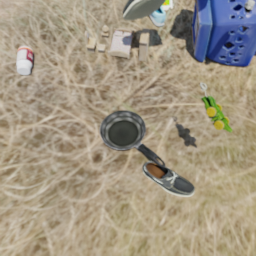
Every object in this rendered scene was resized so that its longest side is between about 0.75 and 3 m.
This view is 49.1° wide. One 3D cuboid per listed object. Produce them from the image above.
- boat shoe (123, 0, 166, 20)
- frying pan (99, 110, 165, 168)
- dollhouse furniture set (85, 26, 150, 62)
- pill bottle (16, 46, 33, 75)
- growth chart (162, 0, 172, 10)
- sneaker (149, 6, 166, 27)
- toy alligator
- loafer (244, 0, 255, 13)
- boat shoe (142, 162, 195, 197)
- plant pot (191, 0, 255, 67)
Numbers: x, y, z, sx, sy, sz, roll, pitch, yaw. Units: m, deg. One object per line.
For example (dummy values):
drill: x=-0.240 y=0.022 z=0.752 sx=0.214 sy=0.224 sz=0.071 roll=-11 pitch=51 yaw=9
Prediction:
boat shoe: x=0.672 y=-4.247 z=8.423 sx=1.026 sy=2.856 sz=0.966 roll=-8 pitch=79 yaw=-30
frying pan: x=0.277 y=0.258 z=9.182 sx=2.550 sy=0.415 sz=1.542 roll=21 pitch=61 yaw=15
dollhouse furniture set: x=-0.370 y=-3.514 z=10.814 sx=2.363 sy=1.046 sz=1.225 roll=9 pitch=64 yaw=5
pill bottle: x=-3.915 y=-2.535 z=10.599 sx=0.552 sy=0.552 sz=1.007 roll=-5 pitch=64 yaw=-2
growth chart: x=1.343 y=-5.463 z=12.311 sx=1.292 sy=0.115 sz=0.935 roll=-6 pitch=63 yaw=-4
sneaker: x=1.061 y=-5.134 z=11.697 sx=0.663 sy=0.735 sz=1.794 roll=-28 pitch=74 yaw=-22
toy alligator: x=1.982 y=-0.427 z=6.607 sx=0.450 sy=0.326 sz=1.356 roll=-23 pitch=82 yaw=-45
loafer: x=3.269 y=-3.277 z=7.645 sx=0.264 sy=0.755 sz=0.263 roll=29 pitch=107 yaw=12
boat shoe: x=1.236 y=1.561 z=8.558 sx=1.734 sy=0.586 sz=0.623 roll=27 pitch=65 yaw=11
plant pot: x=3.514 y=-3.829 z=10.298 sx=2.134 sy=2.374 sz=2.373 roll=1 pitch=64 yaw=6
